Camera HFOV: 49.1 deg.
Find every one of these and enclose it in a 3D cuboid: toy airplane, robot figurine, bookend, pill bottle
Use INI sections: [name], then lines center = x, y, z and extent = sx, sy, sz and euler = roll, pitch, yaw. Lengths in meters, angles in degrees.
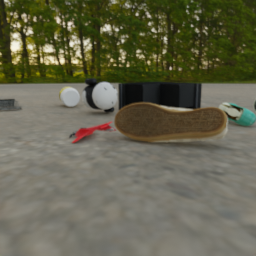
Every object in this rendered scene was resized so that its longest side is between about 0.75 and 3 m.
[toy airplane]
center = -0.878, 0.068, 6.783
extent = 1.236, 0.227, 1.236
euler = -13, 11, 3
[robot figurine]
center = -1.131, -1.246, 10.973
extent = 1.291, 1.072, 1.719
euler = 14, -4, -33
[bookend]
center = 1.352, -1.317, 11.910
extent = 2.520, 1.168, 2.536
euler = -11, 16, -44
[pill bottle]
center = -2.837, -1.496, 13.511
extent = 0.910, 0.910, 1.592
euler = -3, 11, -17

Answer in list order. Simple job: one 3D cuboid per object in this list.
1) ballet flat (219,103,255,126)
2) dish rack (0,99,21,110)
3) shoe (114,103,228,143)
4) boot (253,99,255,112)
[ballet flat]
center = 3.267, -0.535, 8.934
extent = 0.624, 0.597, 1.774
euler = 27, 5, -23
[dish rack]
center = -5.431, -1.022, 12.434
extent = 1.152, 0.410, 1.502
euler = -10, 15, -37
[shoe]
center = 0.926, -0.040, 6.496
extent = 2.673, 0.934, 0.713
euler = 4, -17, 27
[boot]
center = 5.484, -0.597, 9.334
extent = 2.221, 0.804, 1.602
euler = 20, 21, 40
